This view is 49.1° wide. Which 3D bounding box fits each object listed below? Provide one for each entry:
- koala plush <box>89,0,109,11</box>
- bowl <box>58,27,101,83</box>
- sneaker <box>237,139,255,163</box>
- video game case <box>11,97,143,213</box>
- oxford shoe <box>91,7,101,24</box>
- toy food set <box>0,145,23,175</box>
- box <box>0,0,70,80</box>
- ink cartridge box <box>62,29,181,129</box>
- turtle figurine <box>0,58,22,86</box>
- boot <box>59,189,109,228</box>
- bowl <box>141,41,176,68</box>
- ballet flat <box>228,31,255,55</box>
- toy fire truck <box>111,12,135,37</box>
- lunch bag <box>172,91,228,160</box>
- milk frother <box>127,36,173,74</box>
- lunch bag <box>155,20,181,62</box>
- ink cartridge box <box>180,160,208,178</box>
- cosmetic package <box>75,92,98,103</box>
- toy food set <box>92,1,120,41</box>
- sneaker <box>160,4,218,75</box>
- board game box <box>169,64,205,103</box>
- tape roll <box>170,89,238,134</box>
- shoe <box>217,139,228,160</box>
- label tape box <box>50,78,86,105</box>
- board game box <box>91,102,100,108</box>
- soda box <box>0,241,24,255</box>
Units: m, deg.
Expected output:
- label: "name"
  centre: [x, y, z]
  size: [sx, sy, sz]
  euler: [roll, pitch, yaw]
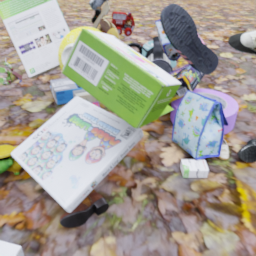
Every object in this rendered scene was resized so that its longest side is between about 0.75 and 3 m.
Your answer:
- label: "koala plush"
  centre: [-1.306, -5.374, 11.825]
  size: [0.934, 0.901, 1.016]
  euler: [6, 62, 19]
- label: "bowl"
  centre: [-1.572, -2.291, 9.171]
  size: [1.984, 1.984, 1.068]
  euler: [11, 19, 17]
- label: "sneaker"
  centre: [4.246, 0.712, 9.504]
  size: [1.611, 0.610, 0.705]
  euler: [-14, 15, -20]
- label: "video game case"
  centre: [-1.376, 0.438, 7.092]
  size: [2.720, 0.322, 2.476]
  euler: [28, 64, 39]
- label: "oxford shoe"
  centre: [-1.245, -4.527, 11.321]
  size: [0.314, 0.863, 0.364]
  euler: [24, 60, -15]
- label: "toy food set"
  centre: [-4.419, 1.236, 8.352]
  size: [2.974, 0.971, 1.750]
  euler: [-12, 10, -22]
- label: "box"
  centre: [-3.247, -3.537, 10.339]
  size: [2.092, 2.898, 0.527]
  euler: [-24, 5, -4]
- label: "ink cartridge box"
  centre: [0.157, -1.116, 6.129]
  size: [1.916, 0.982, 2.593]
  euler: [38, 24, 13]
- label: "turtle figurine"
  centre: [-4.088, -1.761, 9.241]
  size: [0.981, 0.706, 0.952]
  euler: [44, 8, -4]
- label: "boot"
  centre: [-1.446, 1.898, 7.557]
  size: [1.376, 0.500, 1.461]
  euler: [-22, 38, -30]
- label: "bowl"
  centre: [1.760, -4.450, 16.798]
  size: [2.415, 1.263, 2.415]
  euler: [1, 33, -1]
- label: "ballet flat"
  centre: [3.978, -2.481, 8.296]
  size: [2.043, 0.699, 0.694]
  euler: [30, 76, 23]
- label: "toy fire truck"
  centre: [-0.205, -4.394, 11.746]
  size: [1.073, 0.901, 0.602]
  euler: [-3, 50, -18]
- label: "lunch bag"
  centre: [2.336, -0.154, 9.234]
  size: [1.201, 1.884, 1.602]
  euler: [-8, 23, -23]
- label: "milk frother"
  centre: [0.970, -3.435, 14.724]
  size: [2.440, 2.202, 2.295]
  euler: [-18, 28, 14]
- label: "lunch bag"
  centre: [1.553, -3.186, 10.159]
  size: [0.812, 1.311, 1.115]
  euler: [-15, 70, 10]
- label: "ink cartridge box"
  centre: [2.047, 1.265, 8.696]
  size: [0.755, 0.317, 0.549]
  euler: [1, 32, 0]
- label: "cosmetic package"
  centre: [-1.861, -1.338, 12.617]
  size: [0.972, 0.503, 0.355]
  euler: [-14, 36, -19]
- label: "toy food set"
  centre: [-0.815, -3.041, 10.047]
  size: [0.488, 1.679, 2.432]
  euler: [-14, 79, -33]
- label: "sneaker"
  centre: [1.580, -2.482, 7.994]
  size: [0.866, 2.469, 1.013]
  euler: [-44, 35, 5]
- label: "board game box"
  centre: [1.620, -1.657, 11.592]
  size: [2.703, 0.766, 2.234]
  euler: [-22, 17, 38]
- label: "tape roll"
  centre: [3.011, -0.680, 11.280]
  size: [2.559, 0.839, 2.559]
  euler: [1, 32, 0]
- label: "shoe"
  centre: [3.175, 0.621, 9.685]
  size: [0.456, 0.348, 1.305]
  euler: [1, 33, 2]
- label: "label tape box"
  centre: [-2.859, -1.968, 13.410]
  size: [1.563, 0.721, 2.182]
  euler: [-12, 36, -18]
- label: "board game box"
  centre: [-1.605, -0.597, 11.728]
  size: [0.972, 0.262, 1.620]
  euler: [-5, 32, -15]
- label: "soda box"
  centre: [-3.366, 2.779, 5.977]
  size: [2.204, 0.702, 0.751]
  euler: [8, 33, 13]
